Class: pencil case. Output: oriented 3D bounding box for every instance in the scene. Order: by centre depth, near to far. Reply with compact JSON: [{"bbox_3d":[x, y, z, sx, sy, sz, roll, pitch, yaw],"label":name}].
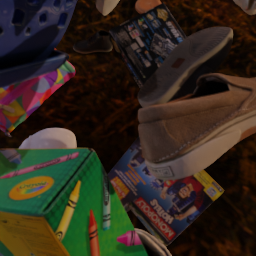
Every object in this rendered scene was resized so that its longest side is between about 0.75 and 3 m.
[{"bbox_3d":[-2.632,-1.023,7.409,1.178,1.178,2.665,33,65,17],"label":"pencil case"}]

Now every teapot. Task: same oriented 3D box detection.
[{"bbox_3d":[-1.437,0.533,4.656,0.924,1.265,1.249,10,51,-19],"label":"teapot"}]

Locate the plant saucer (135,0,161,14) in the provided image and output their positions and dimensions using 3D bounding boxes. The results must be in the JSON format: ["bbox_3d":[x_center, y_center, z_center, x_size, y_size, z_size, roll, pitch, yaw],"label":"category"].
[{"bbox_3d":[0.727,-4.311,9.856,0.940,0.152,0.940,0,61,0],"label":"plant saucer"}]

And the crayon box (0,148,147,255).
[{"bbox_3d":[-1.344,1.118,3.329,2.779,1.650,0.809,-3,34,32],"label":"crayon box"}]

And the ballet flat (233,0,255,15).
[{"bbox_3d":[2.393,-2.265,4.735,0.789,0.789,2.232,-42,44,-21],"label":"ballet flat"}]

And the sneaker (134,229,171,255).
[{"bbox_3d":[0.604,3.001,4.889,0.962,1.509,2.612,-31,67,-18],"label":"sneaker"}]

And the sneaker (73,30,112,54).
[{"bbox_3d":[-1.114,-2.693,8.639,1.212,0.644,0.453,-4,60,-2],"label":"sneaker"}]

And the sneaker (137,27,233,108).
[{"bbox_3d":[1.268,-0.898,5.576,2.347,1.247,0.878,-44,41,-10],"label":"sneaker"}]

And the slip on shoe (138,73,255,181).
[{"bbox_3d":[1.095,-0.303,3.189,2.405,0.914,0.728,-27,102,-24],"label":"slip on shoe"}]

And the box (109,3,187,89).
[{"bbox_3d":[0.643,-1.714,6.382,1.475,0.427,1.856,-31,84,-9],"label":"box"}]

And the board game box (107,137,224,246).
[{"bbox_3d":[0.445,1.356,6.279,2.296,0.708,2.297,-36,66,-17],"label":"board game box"}]

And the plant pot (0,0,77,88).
[{"bbox_3d":[-2.782,-2.306,5.487,2.748,2.470,2.748,20,31,19],"label":"plant pot"}]

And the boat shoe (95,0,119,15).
[{"bbox_3d":[-0.433,-3.672,5.790,0.954,2.995,1.059,37,68,4],"label":"boat shoe"}]
